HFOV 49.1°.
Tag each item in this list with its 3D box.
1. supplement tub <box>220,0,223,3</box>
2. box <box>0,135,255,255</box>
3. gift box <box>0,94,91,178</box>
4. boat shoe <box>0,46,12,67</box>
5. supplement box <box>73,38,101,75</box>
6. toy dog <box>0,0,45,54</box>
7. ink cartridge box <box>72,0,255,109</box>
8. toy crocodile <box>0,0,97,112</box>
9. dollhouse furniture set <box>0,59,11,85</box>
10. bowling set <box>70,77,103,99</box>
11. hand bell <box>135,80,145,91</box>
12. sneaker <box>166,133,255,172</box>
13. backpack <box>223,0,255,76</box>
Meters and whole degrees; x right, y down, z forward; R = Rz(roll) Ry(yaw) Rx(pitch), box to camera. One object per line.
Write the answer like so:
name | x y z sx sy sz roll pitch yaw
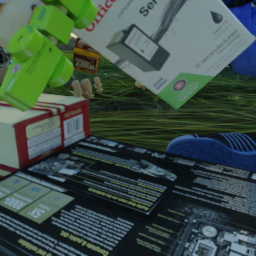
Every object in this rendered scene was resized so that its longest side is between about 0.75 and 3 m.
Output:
supplement tub | 1.304 -3.025 7.844 2.141 2.141 2.965 16 58 38
box | 0.043 1.187 2.899 2.805 1.208 2.297 11 21 29
gift box | -1.812 0.202 4.652 1.934 2.072 1.911 8 15 25
boat shoe | -3.236 -1.815 7.170 1.808 0.652 0.641 -12 63 -34
supplement box | -1.244 -2.503 8.935 0.738 1.112 1.097 14 -21 -6
toy dog | -1.899 -2.224 4.816 1.707 2.372 2.447 35 20 -29
ink cartridge box | 0.586 -1.989 5.344 2.824 2.054 1.186 31 32 -27
toy crocodile | -0.962 -1.189 3.400 0.641 2.077 0.701 14 -11 37
dollhouse furniture set | -3.020 -1.460 5.862 1.211 1.038 1.274 -23 12 46
bowling set | -1.980 -1.636 12.280 1.132 0.873 1.626 -8 9 44
hand bell | 0.696 -2.090 14.128 0.475 0.475 0.912 -4 31 -12
sneaker | 1.986 0.528 5.559 2.565 0.900 0.999 7 15 0
backpack | 3.363 -2.597 6.347 2.257 2.777 2.331 -6 10 -40
